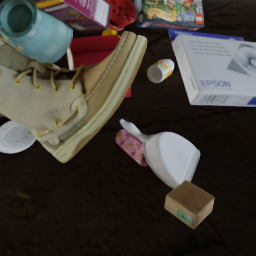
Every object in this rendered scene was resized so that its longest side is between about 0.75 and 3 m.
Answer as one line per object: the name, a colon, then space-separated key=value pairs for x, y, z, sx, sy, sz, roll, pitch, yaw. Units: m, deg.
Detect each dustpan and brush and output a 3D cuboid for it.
dustpan and brush: x=0.699 y=0.434 z=6.821 sx=2.105 sy=0.602 sz=1.469 roll=45 pitch=45 yaw=-9

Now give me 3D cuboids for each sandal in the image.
sandal: x=-2.956 y=0.103 z=7.923 sx=0.898 sy=0.542 sz=2.206 roll=35 pitch=33 yaw=-6

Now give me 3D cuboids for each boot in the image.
boot: x=-1.252 y=-0.799 z=4.338 sx=2.221 sy=2.872 sz=1.035 roll=36 pitch=42 yaw=-11

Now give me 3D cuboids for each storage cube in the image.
storage cube: x=-1.133 y=-2.227 z=10.439 sx=1.999 sy=1.901 sz=2.224 roll=-10 pitch=33 yaw=-14

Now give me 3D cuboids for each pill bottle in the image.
pill bottle: x=1.439 y=-2.477 z=11.918 sx=0.743 sy=0.743 sz=1.338 roll=18 pitch=36 yaw=26

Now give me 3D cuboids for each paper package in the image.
paper package: x=1.255 y=1.544 z=5.761 sx=0.731 sy=0.397 sz=0.767 roll=-28 pitch=42 yaw=-35

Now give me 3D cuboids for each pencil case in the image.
pencil case: x=0.162 y=0.478 z=7.300 sx=0.510 sy=0.533 sz=1.232 roll=29 pitch=5 yaw=-44

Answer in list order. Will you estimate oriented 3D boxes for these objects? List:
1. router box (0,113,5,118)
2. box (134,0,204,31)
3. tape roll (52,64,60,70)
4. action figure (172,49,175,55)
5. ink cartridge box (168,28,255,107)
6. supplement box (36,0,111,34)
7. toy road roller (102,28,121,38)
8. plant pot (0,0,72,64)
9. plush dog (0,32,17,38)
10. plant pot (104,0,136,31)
router box: x=-4.306 y=-0.737 z=9.513 sx=1.028 sy=0.319 sz=0.770 roll=25 pitch=39 yaw=35
box: x=1.269 y=-3.901 z=8.624 sx=2.314 sy=1.581 sz=0.436 roll=-8 pitch=1 yaw=-28
tape roll: x=-2.530 y=-1.281 z=9.280 sx=1.494 sy=1.494 sz=1.026 roll=-19 pitch=36 yaw=-28
action figure: x=3.490 y=-3.426 z=13.541 sx=2.446 sy=0.669 sz=1.445 roll=27 pitch=39 yaw=25
ink cartridge box: x=2.643 y=-1.832 z=7.650 sx=2.732 sy=0.556 sz=2.738 roll=0 pitch=59 yaw=-18
supplement box: x=-1.419 y=-3.325 z=7.652 sx=0.983 sy=0.763 sz=1.781 roll=7 pitch=-4 yaw=38
toy road roller: x=-1.232 y=-4.875 z=15.290 sx=1.736 sy=1.267 sz=1.067 roll=7 pitch=33 yaw=12
plant pot: x=-2.825 y=-2.943 z=8.064 sx=2.054 sy=2.054 sz=1.376 roll=7 pitch=0 yaw=10
plush dog: x=-4.754 y=-2.916 z=11.781 sx=2.056 sy=2.394 sz=1.920 roll=-8 pitch=65 yaw=5
plant pot: x=-0.314 y=-4.541 z=10.467 sx=1.571 sy=1.431 sz=1.571 roll=29 pitch=44 yaw=-31
